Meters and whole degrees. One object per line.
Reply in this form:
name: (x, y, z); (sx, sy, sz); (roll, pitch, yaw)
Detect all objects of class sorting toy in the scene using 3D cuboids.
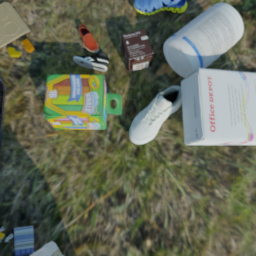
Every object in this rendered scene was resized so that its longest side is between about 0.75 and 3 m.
sorting toy: (-4.420, -3.295, 9.944); (1.749, 0.314, 2.347); (-34, 76, -15)

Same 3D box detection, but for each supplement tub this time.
supplement tub: (2.425, -2.818, 9.140); (2.279, 1.503, 1.503); (-38, 76, -11)

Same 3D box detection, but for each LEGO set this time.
LEGO set: (-3.755, 2.899, 7.968); (1.012, 0.376, 0.465); (43, 37, 17)

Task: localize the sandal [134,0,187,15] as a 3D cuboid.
sandal: (1.178, -4.613, 10.059); (1.961, 0.854, 0.779); (-7, 74, 0)

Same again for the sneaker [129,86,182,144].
sneaker: (0.844, -0.504, 8.571); (0.901, 1.149, 2.313); (38, 76, 10)

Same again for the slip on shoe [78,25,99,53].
slip on shoe: (-1.409, -3.127, 9.830); (0.436, 0.360, 1.177); (-27, 77, -11)

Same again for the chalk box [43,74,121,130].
chalk box: (-1.290, -0.752, 8.554); (2.170, 1.345, 1.355); (-1, 73, 0)

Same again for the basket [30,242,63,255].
basket: (-2.266, 4.287, 6.428); (2.447, 2.425, 1.968); (-43, 81, -13)

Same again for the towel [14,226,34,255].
towel: (-2.953, 3.200, 7.954); (0.553, 0.090, 0.753); (-7, 74, -4)

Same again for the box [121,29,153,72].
box: (0.289, -2.569, 9.389); (0.834, 0.826, 1.006); (-16, 71, -5)

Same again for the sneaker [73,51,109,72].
sneaker: (-1.224, -2.383, 9.593); (1.185, 0.433, 0.663); (17, 70, -3)

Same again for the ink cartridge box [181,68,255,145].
ink cartridge box: (2.998, -0.522, 8.113); (2.730, 1.156, 1.973); (2, 80, -17)

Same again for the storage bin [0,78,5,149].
storage bin: (-4.606, -0.544, 8.323); (1.151, 1.660, 2.456); (-2, 72, -1)
